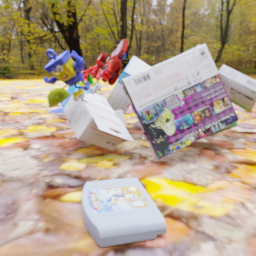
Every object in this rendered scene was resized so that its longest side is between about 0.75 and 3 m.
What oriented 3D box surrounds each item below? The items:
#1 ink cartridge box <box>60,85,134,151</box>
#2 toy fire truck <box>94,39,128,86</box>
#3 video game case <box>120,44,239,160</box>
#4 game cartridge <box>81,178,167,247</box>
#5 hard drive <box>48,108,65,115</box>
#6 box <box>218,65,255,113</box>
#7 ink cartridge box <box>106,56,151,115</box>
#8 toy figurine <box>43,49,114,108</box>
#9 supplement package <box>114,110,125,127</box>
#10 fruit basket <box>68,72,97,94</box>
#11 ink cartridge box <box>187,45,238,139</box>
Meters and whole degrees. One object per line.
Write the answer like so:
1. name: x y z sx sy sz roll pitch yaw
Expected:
1. ink cartridge box: -1.075 -0.222 9.161 1.546 0.904 2.666 22 23 -41
2. toy fire truck: -0.590 -2.622 11.080 0.987 1.478 1.760 32 38 -19
3. video game case: 1.526 -0.774 8.225 2.773 2.513 0.497 -26 2 -9
4. game cartridge: -0.225 1.508 5.429 1.329 0.414 1.996 1 13 -15
5. hard drive: -3.898 -0.968 16.290 0.931 0.179 1.411 2 13 8
6. box: 4.088 -1.407 10.461 1.549 0.390 2.146 35 -5 21
7. ink cartridge box: -0.233 -1.350 11.534 0.943 2.780 1.601 32 37 -5
8. toy figurine: -1.776 -1.639 7.882 2.449 1.467 1.292 -17 43 36
9. supplement package: -0.354 -0.231 10.194 0.429 0.754 0.413 -6 -10 4
10. fruit basket: -1.753 -1.555 10.441 1.078 1.495 1.495 -12 16 -18
11. ink cartridge box: 2.253 -1.102 9.684 2.058 2.842 1.193 -23 5 26
